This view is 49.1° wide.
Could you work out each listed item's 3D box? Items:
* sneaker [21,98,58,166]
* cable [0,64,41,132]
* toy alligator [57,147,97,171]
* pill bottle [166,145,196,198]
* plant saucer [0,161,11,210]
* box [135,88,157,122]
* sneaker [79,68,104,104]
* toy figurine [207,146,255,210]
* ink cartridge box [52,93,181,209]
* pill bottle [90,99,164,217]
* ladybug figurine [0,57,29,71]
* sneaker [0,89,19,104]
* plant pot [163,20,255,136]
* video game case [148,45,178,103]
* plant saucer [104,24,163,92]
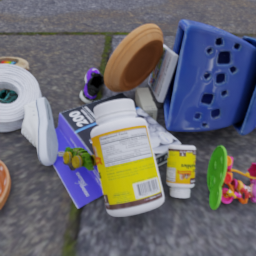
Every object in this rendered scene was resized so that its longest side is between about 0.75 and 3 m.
[{"bbox_3d":[-2.399,0.141,7.488,0.767,0.791,2.167,-20,51,1],"label":"sneaker"},{"bbox_3d":[-3.651,-0.920,8.366,2.063,0.714,2.064,-17,72,-28],"label":"cable"},{"bbox_3d":[-1.273,0.631,6.691,0.560,0.406,1.691,-1,9,-41],"label":"toy alligator"},{"bbox_3d":[1.191,0.968,6.335,0.626,1.146,0.626,3,-2,0],"label":"pill bottle"},{"bbox_3d":[-3.886,1.532,6.260,2.417,0.390,2.417,0,41,0],"label":"plant saucer"},{"bbox_3d":[0.548,-0.738,8.889,0.441,0.530,1.289,-4,41,-8],"label":"box"},{"bbox_3d":[-1.102,-1.613,9.570,0.591,0.845,1.700,29,40,-22],"label":"sneaker"},{"bbox_3d":[2.607,1.239,6.314,1.349,1.100,1.466,12,63,0],"label":"toy figurine"},{"bbox_3d":[-0.648,0.322,7.530,2.945,0.639,2.918,-24,45,-23],"label":"ink cartridge box"},{"bbox_3d":[-0.070,0.579,5.719,1.198,1.198,2.192,-11,83,-13],"label":"pill bottle"},{"bbox_3d":[-4.512,-2.272,10.696,1.574,0.566,1.068,9,41,11],"label":"ladybug figurine"},{"bbox_3d":[-3.827,-1.018,9.091,0.540,0.635,1.391,25,43,12],"label":"sneaker"},{"bbox_3d":[2.394,-1.407,7.765,2.408,2.679,2.678,10,23,3],"label":"plant pot"},{"bbox_3d":[1.084,-1.841,9.118,0.185,1.471,2.055,12,23,-11],"label":"video game case"},{"bbox_3d":[0.279,-1.975,8.499,0.442,2.363,2.363,43,54,19],"label":"plant saucer"}]
